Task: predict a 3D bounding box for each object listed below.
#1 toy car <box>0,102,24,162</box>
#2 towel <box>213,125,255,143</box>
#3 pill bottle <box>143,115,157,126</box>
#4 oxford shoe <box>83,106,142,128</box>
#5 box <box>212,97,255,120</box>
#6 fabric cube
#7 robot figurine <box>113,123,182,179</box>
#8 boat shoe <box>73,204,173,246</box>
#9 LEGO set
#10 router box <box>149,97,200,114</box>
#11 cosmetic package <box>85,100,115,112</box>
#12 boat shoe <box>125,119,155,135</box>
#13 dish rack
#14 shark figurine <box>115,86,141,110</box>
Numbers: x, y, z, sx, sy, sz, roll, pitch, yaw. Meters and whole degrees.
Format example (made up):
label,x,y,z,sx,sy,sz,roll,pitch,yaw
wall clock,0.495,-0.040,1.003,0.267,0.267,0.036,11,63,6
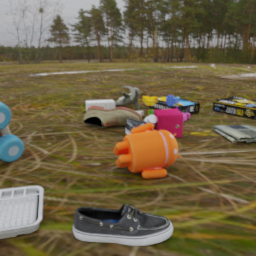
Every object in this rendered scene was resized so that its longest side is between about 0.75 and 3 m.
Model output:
label,x,y,z,sx,sy,sz,roll,pitch,yaw
toy car,-4.854,0.215,7.951,2.361,2.265,2.561,27,48,35
towel,4.348,0.227,10.562,1.665,0.299,1.729,-1,15,-14
pill bottle,0.796,-0.189,10.723,0.442,0.442,0.772,-7,-20,-21
oxford shoe,-0.670,-0.295,11.588,2.468,0.869,0.923,4,40,17
box,5.758,-1.042,14.057,1.879,0.581,2.353,-15,23,-36
fabric cube,1.503,-0.178,10.653,0.927,0.912,0.930,-2,18,-7
robot figurine,0.546,0.598,7.553,1.815,1.058,1.305,-7,30,-15
boat shoe,-0.100,1.679,5.123,1.839,0.609,0.643,1,17,4
LEGO set,1.315,-0.910,12.652,2.875,1.097,1.180,3,14,14
router box,2.338,-1.136,14.361,1.598,0.547,2.142,-11,20,-32
cosmetic package,-1.397,-1.065,14.057,1.401,0.594,0.754,-5,17,-12
boat shoe,0.554,0.079,10.240,0.694,0.656,1.935,-10,20,-30
dish rack,-2.351,1.694,5.578,1.278,0.324,1.489,-4,17,-15
shark figurine,0.319,-1.491,14.510,1.562,1.091,2.614,-16,-7,-16
